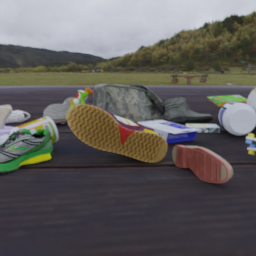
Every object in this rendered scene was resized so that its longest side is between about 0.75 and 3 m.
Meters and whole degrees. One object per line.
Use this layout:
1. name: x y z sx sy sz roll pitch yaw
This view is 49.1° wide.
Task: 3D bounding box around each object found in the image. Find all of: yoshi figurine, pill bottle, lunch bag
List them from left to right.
1. pill bottle: -2.600 0.257 7.350 1.343 0.746 0.746 -24 23 -35
2. yoshi figurine: -1.934 -1.120 11.869 0.652 1.165 0.655 37 -11 31
3. lunch bag: 0.015 -1.090 12.344 2.875 1.690 2.358 4 7 -18
4. pill bottle: 3.726 -0.320 9.540 1.065 1.065 1.919 2 8 12

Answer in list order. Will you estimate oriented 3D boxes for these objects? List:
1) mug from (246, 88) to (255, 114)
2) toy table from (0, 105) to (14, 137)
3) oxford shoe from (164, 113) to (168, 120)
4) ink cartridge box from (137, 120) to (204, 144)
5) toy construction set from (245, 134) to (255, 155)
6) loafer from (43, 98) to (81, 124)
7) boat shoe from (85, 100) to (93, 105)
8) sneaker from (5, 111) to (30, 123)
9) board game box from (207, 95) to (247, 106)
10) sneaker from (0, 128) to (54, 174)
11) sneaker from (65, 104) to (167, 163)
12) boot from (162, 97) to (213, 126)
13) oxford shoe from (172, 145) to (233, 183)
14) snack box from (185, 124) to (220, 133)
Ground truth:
1. mug: 5.184 -0.816 9.929 1.794 2.240 1.839 -7 16 22
2. toy table: -4.672 -0.270 9.870 1.632 0.956 1.500 1 11 9
3. oxford shoe: 1.959 -0.447 12.168 0.644 0.494 1.712 -5 -4 -3
4. ink cartridge box: 1.276 0.133 9.117 1.141 0.450 2.295 -5 11 -26
5. toy construction set: 3.446 0.560 6.189 0.992 0.697 1.513 21 7 -30
6. loafer: -2.804 -0.570 12.170 0.984 0.861 2.738 29 25 5
7. boat shoe: -2.462 -1.255 15.469 1.962 0.719 0.731 -6 7 -34
8. sneaker: -4.970 -0.508 12.055 0.781 0.587 1.567 7 13 32
9. board game box: 4.450 -1.222 12.512 1.714 0.257 0.819 -2 25 -17
10. sneaker: -2.622 0.457 6.292 0.792 0.865 2.029 8 14 35
11. sneaker: -0.318 0.137 6.873 2.512 0.941 1.132 25 2 -10
12. boot: 2.376 -0.733 11.173 1.914 1.250 0.648 -3 -26 -13
13. oxford shoe: 1.622 0.667 5.851 0.663 0.636 1.796 -2 11 -21
14. snack box: 2.721 0.013 10.317 1.145 0.212 0.665 1 11 7
